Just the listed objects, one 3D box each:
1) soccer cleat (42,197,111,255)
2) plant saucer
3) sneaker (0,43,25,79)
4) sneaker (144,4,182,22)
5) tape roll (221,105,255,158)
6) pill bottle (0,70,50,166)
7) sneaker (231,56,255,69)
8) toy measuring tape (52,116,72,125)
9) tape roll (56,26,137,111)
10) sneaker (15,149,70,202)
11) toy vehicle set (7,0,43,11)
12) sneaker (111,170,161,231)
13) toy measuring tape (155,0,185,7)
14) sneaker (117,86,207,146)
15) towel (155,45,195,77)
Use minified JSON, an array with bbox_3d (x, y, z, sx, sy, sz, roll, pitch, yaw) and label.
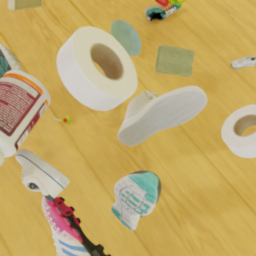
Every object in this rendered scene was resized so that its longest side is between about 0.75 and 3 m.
[{"bbox_3d":[-1.515,2.878,6.969,1.121,0.907,2.596,-43,79,3],"label":"soccer cleat"},{"bbox_3d":[-0.140,-3.153,10.005,1.420,0.273,1.420,17,63,-37],"label":"plant saucer"},{"bbox_3d":[-3.911,-1.804,9.024,0.955,0.812,2.093,-33,77,-2],"label":"sneaker"},{"bbox_3d":[1.648,-5.212,12.605,1.715,0.612,0.685,-17,69,0],"label":"sneaker"},{"bbox_3d":[2.843,0.067,6.509,1.258,0.440,1.258,-31,33,24],"label":"tape roll"},{"bbox_3d":[-3.106,-0.150,6.917,1.376,1.376,2.409,20,57,9],"label":"pill bottle"},{"bbox_3d":[4.786,-2.764,11.532,1.084,0.470,0.406,-12,67,-4],"label":"sneaker"},{"bbox_3d":[-2.463,-0.357,10.523,0.798,0.294,0.294,19,67,9],"label":"toy measuring tape"},{"bbox_3d":[-0.752,-1.539,7.298,2.134,0.746,2.134,25,50,-34],"label":"tape roll"},{"bbox_3d":[-2.423,1.168,7.185,2.136,0.780,0.756,18,59,42],"label":"sneaker"},{"bbox_3d":[-3.124,-4.754,8.735,0.268,2.024,1.257,33,39,15],"label":"toy vehicle set"},{"bbox_3d":[0.323,1.549,6.913,1.038,2.675,1.220,41,58,12],"label":"sneaker"},{"bbox_3d":[0.971,-4.926,9.853,0.940,0.940,2.555,-41,56,-17],"label":"toy measuring tape"},{"bbox_3d":[0.883,-0.703,7.934,2.781,1.025,1.607,-28,32,32],"label":"sneaker"},{"bbox_3d":[1.637,-2.346,9.839,1.355,0.247,1.005,7,93,-2],"label":"towel"}]
